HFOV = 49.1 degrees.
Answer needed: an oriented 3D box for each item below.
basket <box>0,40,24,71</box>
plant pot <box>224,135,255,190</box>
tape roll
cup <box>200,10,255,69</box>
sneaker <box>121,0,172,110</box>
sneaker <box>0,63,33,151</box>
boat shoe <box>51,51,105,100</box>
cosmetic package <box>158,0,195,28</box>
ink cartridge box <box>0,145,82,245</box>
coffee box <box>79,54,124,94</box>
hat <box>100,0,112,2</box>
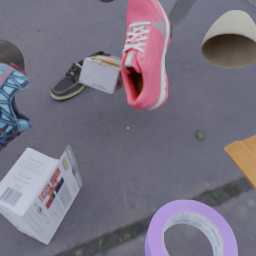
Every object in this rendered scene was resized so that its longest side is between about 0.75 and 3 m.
[{"bbox_3d":[-3.531,-1.208,6.510,1.627,1.227,1.804,-32,16,23],"label":"basket"},{"bbox_3d":[2.215,0.561,4.301,0.867,1.238,1.238,-39,57,11],"label":"plant pot"},{"bbox_3d":[1.079,2.072,4.936,1.529,0.502,1.529,3,47,-3],"label":"tape roll"},{"bbox_3d":[2.665,-2.346,7.163,1.433,1.433,1.025,13,71,10],"label":"cup"},{"bbox_3d":[0.362,-1.811,6.681,1.073,2.912,1.263,1,12,32],"label":"sneaker"},{"bbox_3d":[-2.161,0.043,4.622,1.081,2.262,0.897,9,22,-23],"label":"sneaker"},{"bbox_3d":[-1.742,-1.942,9.906,0.911,0.806,2.488,35,61,23],"label":"boat shoe"},{"bbox_3d":[1.512,-4.355,8.577,1.431,2.679,1.208,-38,78,-29],"label":"cosmetic package"},{"bbox_3d":[-1.990,1.478,6.616,0.864,2.060,1.809,20,55,15],"label":"ink cartridge box"},{"bbox_3d":[-0.523,-1.513,7.595,0.941,0.656,1.646,21,23,7],"label":"coffee box"},{"bbox_3d":[-1.048,-6.494,13.526,0.945,0.381,0.945,0,53,-1],"label":"hat"}]
